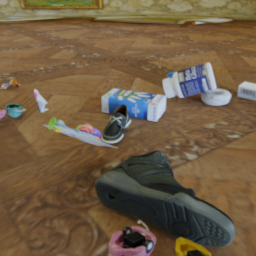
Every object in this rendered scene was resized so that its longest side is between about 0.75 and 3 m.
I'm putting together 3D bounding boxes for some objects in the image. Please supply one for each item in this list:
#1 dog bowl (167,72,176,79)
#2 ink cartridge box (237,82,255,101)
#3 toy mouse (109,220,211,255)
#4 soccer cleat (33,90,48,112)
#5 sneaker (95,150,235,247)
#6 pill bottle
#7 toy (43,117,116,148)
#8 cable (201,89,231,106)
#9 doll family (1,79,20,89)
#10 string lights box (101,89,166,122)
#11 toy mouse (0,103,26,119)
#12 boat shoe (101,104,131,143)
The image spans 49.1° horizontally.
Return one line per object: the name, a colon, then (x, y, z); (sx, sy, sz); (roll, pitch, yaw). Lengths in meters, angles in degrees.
dog bowl: (2.714, -2.118, 12.645); (1.934, 0.479, 1.078); (5, 27, 11)
ink cartridge box: (5.778, -1.618, 11.656); (1.750, 0.614, 2.153); (20, 37, 34)
toy mouse: (0.269, 2.077, 4.103); (2.126, 0.463, 2.392); (4, 10, -28)
soccer cleat: (-3.005, -0.955, 9.679); (0.356, 0.825, 0.288); (-14, 19, -2)
sneaker: (0.829, 1.209, 5.526); (2.736, 1.046, 1.567); (13, 36, 34)
pill bottle: (2.370, -1.782, 10.972); (1.895, 1.053, 1.053); (-14, 22, 20)
toy: (-1.079, 0.086, 6.582); (1.610, 0.380, 0.927); (20, -10, -37)
cable: (3.451, -1.232, 11.020); (1.125, 0.390, 1.125); (-3, 26, -7)
doll family: (-5.268, -1.978, 12.473); (0.840, 0.379, 0.522); (-17, 32, -29)
string lights box: (0.209, -0.846, 9.999); (2.067, 0.610, 1.062); (10, 29, 19)
toy mouse: (-4.255, -0.492, 9.383); (1.895, 0.413, 2.132); (4, 17, 11)
boat shoe: (-0.383, -0.137, 8.645); (0.666, 0.627, 1.855); (8, 30, 13)
